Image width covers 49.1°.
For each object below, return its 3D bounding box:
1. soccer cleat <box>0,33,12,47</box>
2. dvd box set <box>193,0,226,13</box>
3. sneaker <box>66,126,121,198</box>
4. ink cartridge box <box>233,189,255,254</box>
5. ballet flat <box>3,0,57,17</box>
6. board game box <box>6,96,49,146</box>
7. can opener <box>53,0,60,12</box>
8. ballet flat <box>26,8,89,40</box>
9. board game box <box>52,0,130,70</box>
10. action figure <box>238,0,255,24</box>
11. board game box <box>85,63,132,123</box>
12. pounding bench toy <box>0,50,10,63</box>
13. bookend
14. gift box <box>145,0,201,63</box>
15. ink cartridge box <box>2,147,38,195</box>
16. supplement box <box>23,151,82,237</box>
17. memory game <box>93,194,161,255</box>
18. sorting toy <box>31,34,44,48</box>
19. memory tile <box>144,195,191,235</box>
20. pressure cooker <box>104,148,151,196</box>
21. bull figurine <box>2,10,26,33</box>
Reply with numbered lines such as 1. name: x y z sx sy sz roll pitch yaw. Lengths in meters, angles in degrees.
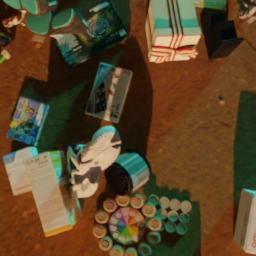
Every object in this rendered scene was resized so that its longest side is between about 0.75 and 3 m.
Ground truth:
1. soccer cleat: -4.869 -3.317 10.271 1.255 0.406 0.525 21 51 8
2. dvd box set: 2.970 -5.329 10.467 1.451 0.292 1.984 5 84 1
3. sneaker: -1.288 0.685 8.948 1.114 2.790 1.815 0 40 -29
4. ink cartridge box: 4.968 3.195 9.154 2.555 1.070 1.844 11 87 0
5. ballet flat: -3.372 -4.396 9.378 2.851 0.969 0.975 36 50 28
6. board game box: -3.550 -0.232 9.949 1.042 0.265 1.540 17 84 2
7. can opener: -2.907 -4.293 10.323 0.328 0.414 1.245 23 81 5
8. ballet flat: -2.369 -3.424 9.445 2.725 0.932 0.927 18 91 39
9. board game box: -1.437 -3.480 10.243 2.524 0.355 1.707 -28 85 -3
10. action figure: 4.391 -4.513 10.129 0.546 1.025 1.575 -4 66 -39
11. board game box: -0.682 -1.249 10.019 1.213 0.333 1.922 16 84 2
12. pounding bench toy: -4.968 -2.260 9.856 1.405 0.873 1.096 8 84 1
13. bookend: 3.170 -3.373 9.631 0.723 1.560 1.570 -11 83 -1
14. gift box: 1.508 -3.151 9.596 1.678 1.818 1.698 -5 71 -1
15. ink cartridge box: -3.526 1.476 9.596 1.007 0.590 1.394 -19 84 1
16. supplement box: -2.358 2.005 9.054 0.885 1.517 2.408 -18 86 3
17. memory game: -0.024 3.379 9.531 2.376 0.151 2.376 0 87 4
18. sorting toy: -3.277 -3.326 10.335 0.395 0.139 0.819 15 84 1
19. memory tile: 1.347 3.010 9.687 1.536 0.129 1.177 11 84 1
20. pressure cooker: 0.081 1.441 9.201 1.248 1.229 1.397 43 46 21
21. bull figurine: -4.124 -3.946 10.272 1.023 0.333 0.621 -27 63 3
